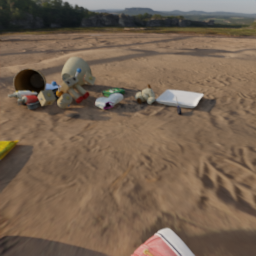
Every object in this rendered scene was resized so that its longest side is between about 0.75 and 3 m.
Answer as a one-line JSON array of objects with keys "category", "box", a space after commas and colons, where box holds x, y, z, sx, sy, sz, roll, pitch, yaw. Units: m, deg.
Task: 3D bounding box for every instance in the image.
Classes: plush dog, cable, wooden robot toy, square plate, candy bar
[{"category": "plush dog", "box": [0.688, -1.400, 12.146, 0.822, 0.768, 0.957, -20, 22, 13]}, {"category": "cable", "box": [-3.623, -1.418, 12.044, 1.312, 0.680, 2.702, 24, 35, 39]}, {"category": "wooden robot toy", "box": [-2.605, -1.406, 11.965, 1.308, 1.270, 2.882, -35, 5, 46]}, {"category": "square plate", "box": [2.269, -1.255, 12.226, 1.707, 0.245, 1.724, 10, 27, 23]}, {"category": "candy bar", "box": [-3.742, 0.875, 7.568, 0.615, 0.273, 2.468, -1, 25, 7]}]

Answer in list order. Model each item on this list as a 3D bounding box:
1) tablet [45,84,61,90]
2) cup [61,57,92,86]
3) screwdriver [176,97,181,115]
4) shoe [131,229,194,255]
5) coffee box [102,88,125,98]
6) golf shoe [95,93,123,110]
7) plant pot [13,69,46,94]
[{"category": "tablet", "box": [-3.895, -1.954, 13.904, 1.592, 0.109, 1.036, 11, 27, 24]}, {"category": "cup", "box": [-2.730, -2.660, 14.076, 1.486, 1.486, 1.063, 11, 42, 23]}, {"category": "screwdriver", "box": [2.033, -0.922, 11.306, 0.186, 0.179, 1.280, 16, 38, -4]}, {"category": "shoe", "box": [0.790, 2.413, 3.732, 1.028, 0.807, 2.260, -26, 36, -23]}, {"category": "coffee box", "box": [-0.671, -1.639, 13.102, 0.936, 0.206, 0.576, -23, 33, -39]}, {"category": "golf shoe", "box": [-0.694, -1.053, 11.631, 1.313, 0.495, 0.601, -22, 44, -29]}, {"category": "plant pot", "box": [-4.368, -2.091, 12.928, 1.386, 1.386, 1.487, -2, 16, -5]}]
